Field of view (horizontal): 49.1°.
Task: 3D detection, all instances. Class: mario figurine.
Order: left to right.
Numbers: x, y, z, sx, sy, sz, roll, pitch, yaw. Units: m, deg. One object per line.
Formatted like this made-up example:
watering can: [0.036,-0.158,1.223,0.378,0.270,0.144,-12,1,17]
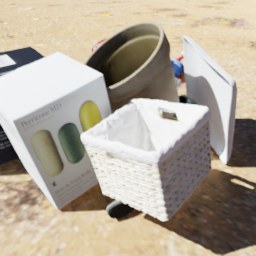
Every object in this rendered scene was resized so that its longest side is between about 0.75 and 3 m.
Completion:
mario figurine: [1.766,-2.003,9.284,1.894,1.169,1.004,2,33,-39]

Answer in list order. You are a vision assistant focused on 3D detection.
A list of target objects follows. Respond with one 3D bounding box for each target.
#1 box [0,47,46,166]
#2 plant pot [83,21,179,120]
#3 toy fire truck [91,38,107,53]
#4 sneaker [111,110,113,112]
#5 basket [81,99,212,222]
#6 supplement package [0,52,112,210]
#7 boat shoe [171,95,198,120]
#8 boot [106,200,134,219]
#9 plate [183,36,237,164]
box: [-3.461,-0.544,7.789,2.643,2.688,1.578,-23,41,-30]
plant pot: [0.285,-1.232,7.971,2.625,2.277,2.625,-22,42,21]
toy fire truck: [-1.031,-1.803,10.248,2.329,1.555,2.773,-33,41,2]
sneaker: [-0.295,-1.048,10.493,0.572,0.498,1.271,25,56,17]
basket: [0.451,0.473,5.484,1.830,1.485,1.846,12,36,40]
supplement package: [-1.668,0.019,6.675,2.034,2.680,2.019,-32,43,-25]
boat shoe: [1.012,-0.876,9.537,2.814,0.869,1.025,14,76,36]
boot: [-0.147,1.608,6.711,1.302,0.441,0.851,-21,33,-34]
plate: [2.321,-0.850,7.933,0.454,2.805,2.811,-16,42,-3]
